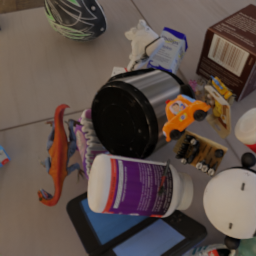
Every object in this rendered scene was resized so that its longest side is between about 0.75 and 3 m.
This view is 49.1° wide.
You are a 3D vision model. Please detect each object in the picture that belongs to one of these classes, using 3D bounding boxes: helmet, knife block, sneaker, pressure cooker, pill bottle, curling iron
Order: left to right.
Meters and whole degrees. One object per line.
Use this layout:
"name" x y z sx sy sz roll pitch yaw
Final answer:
"helmet" -2.319 -5.443 12.840 2.991 2.991 2.851 7 70 6
"sneaker" -1.313 0.632 9.230 0.958 1.053 2.383 12 61 -47
"sneaker" 0.350 -2.895 10.047 0.770 2.049 1.177 -40 93 -35
"pill bottle" 0.321 1.545 7.305 2.573 1.447 1.447 10 50 -16
"pressure cooker" 0.573 -0.522 8.876 2.533 2.572 2.880 33 39 29
"curling iron" 0.848 1.130 6.374 0.118 0.230 0.926 37 56 -27
"sneaker" 1.940 3.293 7.163 1.696 0.793 0.597 -9 56 -8
"knife block" 2.264 0.832 7.605 2.377 0.760 2.086 22 9 -25
"pill bottle" 3.651 0.351 7.084 1.770 0.993 0.993 35 51 -18

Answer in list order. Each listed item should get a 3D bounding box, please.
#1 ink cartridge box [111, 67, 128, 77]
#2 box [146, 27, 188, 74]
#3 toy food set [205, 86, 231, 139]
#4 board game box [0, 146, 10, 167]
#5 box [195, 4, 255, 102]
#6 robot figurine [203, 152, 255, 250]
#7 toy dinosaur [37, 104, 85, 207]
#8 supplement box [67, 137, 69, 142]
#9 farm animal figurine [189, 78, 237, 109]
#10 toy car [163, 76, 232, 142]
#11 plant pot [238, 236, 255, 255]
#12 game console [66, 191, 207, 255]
"ink cartridge box" -0.262 -1.877 11.456 0.880 0.511 1.220 7 52 5
"box" 1.587 -2.812 11.065 0.892 1.563 1.700 25 95 14
"toy food set" 2.187 -0.386 7.015 0.352 1.166 0.837 -22 41 -2
"board game box" -5.649 0.966 9.076 2.495 0.697 2.443 33 59 24
"box" 4.653 -3.006 11.194 2.804 2.303 2.326 -32 58 -23
"robot figurine" 2.812 1.778 7.001 1.614 2.586 1.943 -30 73 18
"toy dinosaur" -2.120 0.930 7.886 1.379 2.626 2.383 3 68 6
"supplement box" -1.983 0.593 9.333 0.263 0.254 0.764 17 18 -33
"farm animal figurine" 3.141 -1.227 10.833 1.350 0.841 1.672 -21 49 -39
"toy car" 1.789 -0.637 7.747 0.958 1.412 2.878 51 37 6
"plant pot" 3.278 3.192 7.220 1.047 1.047 0.701 32 84 23
"game console" 0.136 2.364 7.241 2.793 1.653 2.384 -26 15 -20
